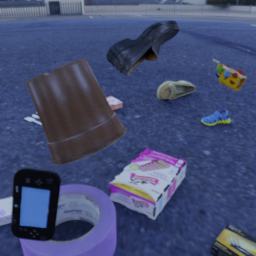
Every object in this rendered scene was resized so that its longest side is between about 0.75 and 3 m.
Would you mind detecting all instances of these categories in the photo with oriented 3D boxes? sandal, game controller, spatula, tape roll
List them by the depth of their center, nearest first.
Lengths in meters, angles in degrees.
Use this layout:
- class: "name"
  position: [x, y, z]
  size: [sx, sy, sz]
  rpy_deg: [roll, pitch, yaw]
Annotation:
- class: "game controller"
  position: [-1.734, 1.459, 5.229]
  size: [0.825, 1.582, 0.333]
  rpy_deg: [6, 21, -14]
- class: "tape roll"
  position: [-1.409, 2.454, 6.775]
  size: [2.257, 0.959, 2.257]
  rpy_deg: [0, 29, 0]
- class: "sandal"
  position: [3.959, -0.490, 12.633]
  size: [1.415, 0.616, 0.563]
  rpy_deg: [-11, 32, -16]
- class: "spatula"
  position: [-4.019, -0.435, 13.051]
  size: [1.404, 0.113, 0.977]
  rpy_deg: [18, 32, 31]

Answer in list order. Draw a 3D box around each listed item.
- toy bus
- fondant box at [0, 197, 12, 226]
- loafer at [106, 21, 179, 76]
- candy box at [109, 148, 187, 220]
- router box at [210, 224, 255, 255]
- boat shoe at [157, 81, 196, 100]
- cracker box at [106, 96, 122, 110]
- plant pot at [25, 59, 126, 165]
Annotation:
- class: "toy bus"
  position: [3.116, -1.603, 8.825]
  size: [1.032, 0.565, 1.094]
  rpy_deg: [18, 28, -7]
- class: "fondant box"
  position: [-3.323, 2.285, 7.785]
  size: [1.013, 0.295, 0.731]
  rpy_deg: [-12, 31, -19]
- class: "loafer"
  position: [0.685, -2.691, 9.545]
  size: [2.849, 1.037, 1.030]
  rpy_deg: [-33, 76, -14]
- class: "candy box"
  position: [0.665, 1.594, 8.644]
  size: [1.545, 0.691, 2.265]
  rpy_deg: [16, 33, 26]
- class: "router box"
  position: [2.692, 2.906, 6.606]
  size: [1.170, 0.305, 0.920]
  rpy_deg: [24, 36, 37]
- class: "boat shoe"
  position: [2.622, -2.035, 15.225]
  size: [2.538, 0.926, 0.798]
  rpy_deg: [-13, 25, -38]
- class: "cracker box"
  position: [-0.881, -1.267, 14.384]
  size: [0.709, 0.305, 1.059]
  rpy_deg: [-20, 35, -32]
- class: "plant pot"
  position: [-1.334, -0.471, 6.791]
  size: [2.024, 2.004, 2.024]
  rpy_deg: [-21, 14, 5]
